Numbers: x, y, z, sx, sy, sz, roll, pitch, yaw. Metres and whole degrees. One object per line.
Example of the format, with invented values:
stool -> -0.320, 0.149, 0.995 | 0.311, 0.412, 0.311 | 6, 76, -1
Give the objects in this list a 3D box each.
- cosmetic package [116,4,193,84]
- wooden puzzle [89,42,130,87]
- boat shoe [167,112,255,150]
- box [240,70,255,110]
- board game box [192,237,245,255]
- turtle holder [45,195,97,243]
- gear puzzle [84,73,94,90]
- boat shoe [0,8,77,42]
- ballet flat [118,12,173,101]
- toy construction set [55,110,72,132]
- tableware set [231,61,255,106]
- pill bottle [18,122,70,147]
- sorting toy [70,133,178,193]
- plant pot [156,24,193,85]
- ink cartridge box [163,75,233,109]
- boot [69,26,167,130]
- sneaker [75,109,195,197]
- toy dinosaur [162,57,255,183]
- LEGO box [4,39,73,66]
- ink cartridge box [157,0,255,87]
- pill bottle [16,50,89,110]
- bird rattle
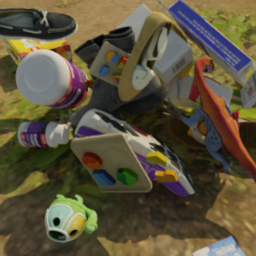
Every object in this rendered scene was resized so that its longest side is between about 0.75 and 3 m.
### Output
cosmetic package -> 0.689, -2.215, 7.390 | 0.989, 0.695, 1.949 | -41, 68, 5
wooden puzzle -> -0.289, -1.235, 5.702 | 0.804, 0.745, 0.186 | 25, 27, -19
boat shoe -> 2.507, 0.031, 7.757 | 2.765, 0.998, 0.995 | 4, 11, 19
box -> 3.062, -0.962, 6.827 | 0.173, 0.838, 0.653 | 13, 50, -4
board game box -> 1.824, 2.634, 5.241 | 0.926, 0.201, 0.921 | -16, 43, -17
turtle holder -> -0.978, 1.602, 4.747 | 0.899, 0.683, 0.638 | 22, 36, 2
gear puzzle -> -0.454, -1.383, 7.272 | 1.749, 0.906, 0.229 | -21, 52, 35
boat shoe -> -2.681, -3.013, 8.072 | 2.398, 0.723, 0.907 | -9, 71, -10
ballet flat -> 0.321, -1.292, 5.418 | 0.630, 1.835, 0.578 | 1, 26, -45
toy construction set -> -1.841, -0.148, 8.185 | 0.611, 0.430, 0.933 | 0, 33, -8
tableware set -> 4.930, -1.453, 9.064 | 2.820, 0.565, 1.864 | 19, 66, 20
pill bottle -> -2.209, 0.173, 7.422 | 1.213, 0.676, 0.676 | -1, 41, 13
sorting toy -> -0.106, 0.721, 5.224 | 1.851, 1.379, 0.248 | -8, 33, 31
plant pot -> 0.381, -1.903, 8.884 | 2.445, 2.445, 2.301 | 34, 68, 32
ink cartridge box -> 1.853, -0.938, 7.772 | 1.183, 0.686, 1.603 | 17, 0, -32
boot -> -0.695, -1.124, 6.731 | 2.985, 1.965, 1.042 | -20, 29, 31
sneaker -> 0.152, 0.721, 6.316 | 2.976, 1.241, 1.200 | 31, 18, -8
toy dinosaur -> 2.100, -0.288, 6.131 | 1.413, 2.443, 2.692 | -31, 32, -21
LEGO box -> -3.579, -3.100, 11.052 | 1.853, 0.960, 2.488 | -23, 47, -24
ink cartridge box -> 2.282, -2.324, 7.608 | 2.667, 0.634, 2.699 | 52, 18, 22
pill bottle -> -1.907, -1.211, 7.783 | 1.355, 1.355, 2.410 | 9, 1, 10
bird rattle -> 1.990, -0.031, 6.739 | 1.339, 0.754, 1.092 | 30, 64, 5
